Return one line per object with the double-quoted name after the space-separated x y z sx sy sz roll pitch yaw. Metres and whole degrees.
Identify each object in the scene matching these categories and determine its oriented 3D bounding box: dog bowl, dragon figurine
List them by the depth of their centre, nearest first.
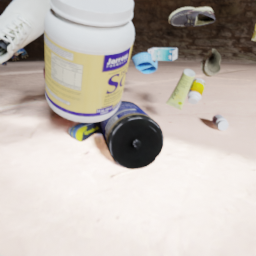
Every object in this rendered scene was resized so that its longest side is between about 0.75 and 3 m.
0.603 -2.174 9.593 0.677 0.301 1.214 -16 -13 23 "dog bowl"
-4.145 -3.174 9.861 0.701 2.382 1.184 -12 -16 3 "dragon figurine"

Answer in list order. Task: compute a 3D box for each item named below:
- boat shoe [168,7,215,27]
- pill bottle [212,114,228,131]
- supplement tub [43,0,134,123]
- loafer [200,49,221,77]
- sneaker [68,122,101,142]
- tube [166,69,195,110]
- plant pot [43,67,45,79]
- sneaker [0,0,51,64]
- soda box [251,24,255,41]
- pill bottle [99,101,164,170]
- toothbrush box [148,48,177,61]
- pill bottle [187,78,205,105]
2.751 -4.659 11.916 2.038 0.733 0.661 -10 53 -12 "boat shoe"
3.665 -0.206 11.138 0.480 0.480 0.848 0 18 1 "pill bottle"
-0.879 -1.582 6.108 1.847 2.540 1.847 8 43 -7 "supplement tub"
3.102 -2.378 10.667 0.626 0.694 1.833 -39 10 41 "loafer"
-1.416 -0.038 10.324 0.751 0.675 1.826 11 20 38 "sneaker"
1.714 -1.186 9.033 0.391 1.508 0.437 -14 56 -26 "tube"
-1.900 -2.874 10.634 2.951 2.641 2.951 -2 43 2 "plant pot"
-2.777 -2.329 6.890 2.772 1.012 0.981 -33 36 25 "sneaker"
3.802 -2.764 8.145 0.308 0.291 0.910 18 37 15 "soda box"
-0.052 0.037 8.599 1.550 1.550 2.772 -4 18 -12 "pill bottle"
1.594 -3.400 12.926 1.176 0.502 0.861 7 24 24 "toothbrush box"
2.424 -1.295 10.024 0.495 0.495 0.906 9 59 26 "pill bottle"
